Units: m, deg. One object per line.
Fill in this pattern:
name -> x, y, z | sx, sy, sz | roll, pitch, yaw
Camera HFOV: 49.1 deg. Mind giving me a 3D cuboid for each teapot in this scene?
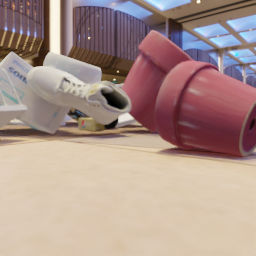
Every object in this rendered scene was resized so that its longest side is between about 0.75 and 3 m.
teapot -> -2.054, -1.640, 9.997 | 2.203, 1.609, 2.175 | 14, 11, -19

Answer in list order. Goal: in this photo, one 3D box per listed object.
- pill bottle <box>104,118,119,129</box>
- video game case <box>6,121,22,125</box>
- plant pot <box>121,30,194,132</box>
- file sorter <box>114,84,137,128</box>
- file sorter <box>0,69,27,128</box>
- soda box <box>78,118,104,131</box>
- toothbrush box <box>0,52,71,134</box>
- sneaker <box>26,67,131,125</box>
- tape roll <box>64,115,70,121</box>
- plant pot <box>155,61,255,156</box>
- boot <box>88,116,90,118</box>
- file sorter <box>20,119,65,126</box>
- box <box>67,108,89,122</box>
pill bottle -> -0.730, -0.291, 8.672 | 0.609, 0.609, 1.088 | -1, 4, -19
video game case -> -4.240, -0.212, 10.945 | 0.992, 0.125, 1.090 | 2, 5, 26
plant pot -> 0.815, -1.056, 7.280 | 2.153, 1.927, 2.153 | 38, 13, -10
file sorter -> -0.303, -0.859, 9.908 | 1.473, 1.322, 2.123 | -15, 10, -23
file sorter -> -2.960, -0.473, 4.949 | 1.183, 1.062, 1.705 | -27, -5, 21
soda box -> -1.060, -0.104, 7.992 | 0.315, 0.334, 0.985 | -3, 5, -36
toothbrush box -> -2.765, -0.834, 7.396 | 1.844, 1.074, 2.519 | 39, -17, -28
sneaker -> -1.010, -0.849, 6.147 | 2.269, 0.836, 1.311 | 24, -19, -23
tape roll -> -3.237, -0.484, 13.526 | 0.847, 0.296, 0.847 | 0, 4, 0
plant pot -> 1.241, -0.207, 3.974 | 1.328, 1.328, 1.188 | -4, 22, -46
boot -> -1.399, -0.494, 12.064 | 1.424, 0.515, 1.184 | 8, 6, 37
file sorter -> -3.055, -0.490, 10.040 | 1.314, 0.818, 0.912 | 3, 6, 29
box -> -2.068, -0.529, 10.992 | 0.825, 0.239, 1.037 | 34, -15, -23
